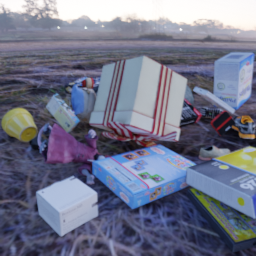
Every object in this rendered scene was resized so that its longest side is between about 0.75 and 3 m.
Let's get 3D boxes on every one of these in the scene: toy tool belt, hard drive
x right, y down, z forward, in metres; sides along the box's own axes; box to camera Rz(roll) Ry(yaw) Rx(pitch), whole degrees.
[{"bbox_3d":[-2.275,-1.348,13.333,1.512,2.460,1.536,-1,-24,-25],"label":"toy tool belt"},{"bbox_3d":[4.391,-1.410,14.363,1.951,0.256,1.287,28,8,-22],"label":"hard drive"}]

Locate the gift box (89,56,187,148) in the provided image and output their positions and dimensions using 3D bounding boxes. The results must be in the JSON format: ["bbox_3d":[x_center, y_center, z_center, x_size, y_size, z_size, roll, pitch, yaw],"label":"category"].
[{"bbox_3d":[0.411,-0.803,10.212,2.761,2.794,2.992,16,-7,-34],"label":"gift box"}]

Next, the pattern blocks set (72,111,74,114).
[{"bbox_3d":[-2.418,-0.863,14.952,2.367,0.192,2.080,-1,22,-1],"label":"pattern blocks set"}]

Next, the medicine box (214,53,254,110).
[{"bbox_3d":[5.961,-2.687,15.831,1.372,2.666,2.429,13,31,37],"label":"medicine box"}]

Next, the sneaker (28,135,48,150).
[{"bbox_3d":[-3.447,0.680,10.920,0.579,0.485,1.277,-28,27,-33],"label":"sneaker"}]

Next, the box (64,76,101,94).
[{"bbox_3d":[-2.541,-2.906,19.372,2.690,0.673,2.710,7,23,19],"label":"box"}]

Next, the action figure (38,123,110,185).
[{"bbox_3d":[-1.746,0.891,9.302,2.452,1.642,1.825,23,-17,-28],"label":"action figure"}]

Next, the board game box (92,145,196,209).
[{"bbox_3d":[0.634,1.359,8.784,2.819,0.516,2.132,-12,26,-34],"label":"board game box"}]

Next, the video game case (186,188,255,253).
[{"bbox_3d":[2.937,2.160,7.374,1.979,0.279,2.190,-6,24,-16],"label":"video game case"}]

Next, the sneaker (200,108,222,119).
[{"bbox_3d":[4.574,-0.741,14.076,0.999,0.654,1.729,-9,23,-31],"label":"sneaker"}]

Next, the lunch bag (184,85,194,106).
[{"bbox_3d":[2.586,-1.799,15.892,1.776,1.273,2.165,-1,29,-8],"label":"lunch bag"}]

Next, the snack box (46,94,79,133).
[{"bbox_3d":[-2.883,-0.619,12.310,0.901,1.551,0.288,-41,-2,43],"label":"snack box"}]

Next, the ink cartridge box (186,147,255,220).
[{"bbox_3d":[3.673,1.438,7.679,2.932,0.697,2.967,-10,15,-30],"label":"ink cartridge box"}]

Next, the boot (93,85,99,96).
[{"bbox_3d":[-0.529,-0.917,12.888,1.778,0.708,2.157,-7,64,-39],"label":"boot"}]

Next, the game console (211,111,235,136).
[{"bbox_3d":[3.914,-0.202,11.562,0.855,0.756,0.133,-41,13,-1],"label":"game console"}]

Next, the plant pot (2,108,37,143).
[{"bbox_3d":[-4.432,-0.017,11.710,1.238,1.238,1.165,-20,46,-40],"label":"plant pot"}]

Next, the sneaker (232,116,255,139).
[{"bbox_3d":[5.197,-0.201,12.541,0.798,0.788,2.039,-1,20,2],"label":"sneaker"}]

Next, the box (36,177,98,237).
[{"bbox_3d":[-1.564,1.963,7.220,1.136,0.746,1.142,-19,29,-39],"label":"box"}]

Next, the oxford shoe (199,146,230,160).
[{"bbox_3d":[3.210,0.885,10.270,1.230,0.454,0.435,-7,23,-15],"label":"oxford shoe"}]

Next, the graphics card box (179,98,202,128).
[{"bbox_3d":[2.272,-0.652,13.268,2.141,0.545,1.343,-15,54,-35],"label":"graphics card box"}]
